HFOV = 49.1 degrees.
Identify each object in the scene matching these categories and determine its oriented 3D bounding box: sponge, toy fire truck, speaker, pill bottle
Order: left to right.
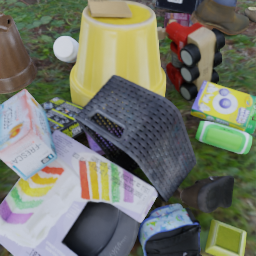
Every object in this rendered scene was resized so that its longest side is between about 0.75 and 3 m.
[{"bbox_3d":[-2.048,-2.647,9.487,0.814,0.814,1.496,-1,11,-1],"label":"pill bottle"},{"bbox_3d":[-0.768,-0.132,8.221,1.116,0.298,2.000,-17,51,-12],"label":"sponge"},{"bbox_3d":[1.449,-2.292,8.841,1.619,2.215,2.517,-33,56,-13],"label":"toy fire truck"},{"bbox_3d":[2.532,0.245,7.474,1.362,0.602,0.602,18,51,12],"label":"speaker"}]

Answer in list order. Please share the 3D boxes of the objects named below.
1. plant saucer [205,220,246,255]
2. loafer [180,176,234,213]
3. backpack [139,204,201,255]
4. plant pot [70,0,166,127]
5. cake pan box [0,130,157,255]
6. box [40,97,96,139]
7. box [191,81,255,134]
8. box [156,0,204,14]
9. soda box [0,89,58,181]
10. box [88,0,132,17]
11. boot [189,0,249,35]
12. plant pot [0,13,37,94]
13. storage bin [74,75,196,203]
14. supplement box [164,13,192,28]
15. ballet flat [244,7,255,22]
[{"bbox_3d":[2.155,2.436,6.081,0.785,0.188,0.784,17,51,14],"label":"plant saucer"},{"bbox_3d":[1.788,1.362,6.178,0.713,1.997,0.729,5,86,37],"label":"loafer"},{"bbox_3d":[0.803,2.192,5.766,1.158,1.059,0.851,-12,27,-9],"label":"backpack"},{"bbox_3d":[-0.262,-1.940,8.006,2.898,2.726,2.898,2,42,-2],"label":"plant pot"},{"bbox_3d":[-1.097,1.719,5.686,2.738,0.716,2.521,29,77,21],"label":"cake pan box"},{"bbox_3d":[-2.061,-0.164,7.684,1.580,0.437,1.973,-33,36,-31],"label":"box"},{"bbox_3d":[2.776,-0.570,7.852,1.757,0.425,1.031,21,71,15],"label":"box"},{"bbox_3d":[2.576,-5.747,12.135,1.963,1.210,1.947,26,38,30],"label":"box"},{"bbox_3d":[-2.220,0.013,6.040,0.775,0.834,2.438,-36,32,-2],"label":"soda box"},{"bbox_3d":[-0.477,-3.025,7.108,1.016,0.108,0.830,-3,45,-13],"label":"box"},{"bbox_3d":[3.998,-4.585,11.014,3.000,1.454,1.121,-8,61,-27],"label":"boot"},{"bbox_3d":[-4.240,-2.531,9.231,2.001,1.981,2.001,0,48,0],"label":"plant pot"},{"bbox_3d":[0.273,0.314,6.048,1.769,2.617,1.227,31,75,35],"label":"storage bin"},{"bbox_3d":[2.121,-4.320,11.638,1.225,0.676,0.525,6,49,5],"label":"supplement box"},{"bbox_3d":[6.185,-4.725,12.049,0.857,0.589,2.542,-29,55,-23],"label":"ballet flat"}]
